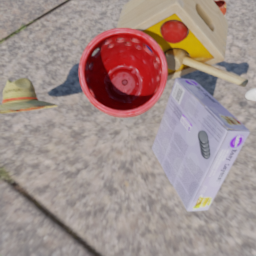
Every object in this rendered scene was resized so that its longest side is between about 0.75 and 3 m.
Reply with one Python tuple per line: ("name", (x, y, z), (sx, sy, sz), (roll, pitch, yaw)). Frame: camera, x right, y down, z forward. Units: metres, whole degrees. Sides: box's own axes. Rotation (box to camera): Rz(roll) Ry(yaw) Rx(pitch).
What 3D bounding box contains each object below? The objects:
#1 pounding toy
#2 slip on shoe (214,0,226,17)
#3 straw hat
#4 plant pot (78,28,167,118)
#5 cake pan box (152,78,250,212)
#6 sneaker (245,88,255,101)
("pounding toy", (1.590, -2.493, 8.222), (2.760, 2.998, 2.131), (-13, 53, 45))
("slip on shoe", (3.376, -5.755, 13.460), (2.725, 0.834, 1.009), (3, 56, 4))
("straw hat", (-2.988, -0.903, 7.711), (2.086, 2.086, 0.883), (-7, 94, -5))
("plant pot", (-0.129, -1.189, 6.839), (1.953, 1.778, 1.953), (0, 89, -2))
("cake pan box", (1.256, 0.263, 5.713), (0.554, 1.949, 2.117), (3, 31, -22))
("sneaker", (3.148, -0.644, 6.307), (1.071, 0.377, 0.429), (11, 77, 45))
